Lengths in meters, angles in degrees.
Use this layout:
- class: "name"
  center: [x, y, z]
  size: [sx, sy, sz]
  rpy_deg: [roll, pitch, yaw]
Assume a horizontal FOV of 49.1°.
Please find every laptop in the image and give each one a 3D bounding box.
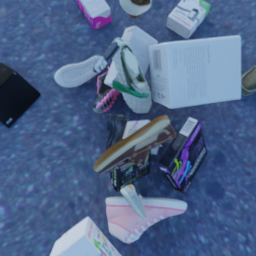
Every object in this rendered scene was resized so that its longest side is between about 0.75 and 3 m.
- class: "laptop"
  center: [-4.754, -1.304, 10.775]
  size: [2.019, 1.043, 1.789]
  rpy_deg: [31, 74, 35]

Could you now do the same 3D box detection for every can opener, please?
- class: "can opener"
  center: [-0.662, -2.075, 8.191]
  size: [0.364, 0.289, 1.096]
  rpy_deg: [28, 74, 37]

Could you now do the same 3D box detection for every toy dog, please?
- class: "toy dog"
  center: [-0.115, -4.513, 8.493]
  size: [2.207, 1.588, 2.276]
  rpy_deg: [-39, 84, -18]

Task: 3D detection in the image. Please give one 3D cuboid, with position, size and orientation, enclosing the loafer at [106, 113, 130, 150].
- class: "loafer"
  center: [-0.329, 0.480, 9.022]
  size: [0.692, 0.696, 1.913]
  rpy_deg: [3, 101, 3]

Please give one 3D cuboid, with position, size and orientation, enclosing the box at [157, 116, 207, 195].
- class: "box"
  center: [1.802, 0.957, 8.763]
  size: [0.436, 2.413, 1.725]
  rpy_deg: [26, 74, 31]

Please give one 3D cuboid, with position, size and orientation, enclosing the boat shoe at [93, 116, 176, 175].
- class: "boat shoe"
  center: [0.227, 0.620, 7.418]
  size: [2.385, 0.860, 0.858]
  rpy_deg: [-34, 100, -9]

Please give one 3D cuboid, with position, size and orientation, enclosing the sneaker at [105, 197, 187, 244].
- class: "sneaker"
  center: [0.528, 2.889, 8.757]
  size: [2.679, 1.008, 1.401]
  rpy_deg: [-6, 76, 24]

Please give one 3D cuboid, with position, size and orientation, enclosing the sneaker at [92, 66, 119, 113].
- class: "sneaker"
  center: [-0.851, -1.494, 10.462]
  size: [1.031, 0.854, 2.161]
  rpy_deg: [26, 63, 11]

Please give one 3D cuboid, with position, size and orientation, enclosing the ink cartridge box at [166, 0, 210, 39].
- class: "ink cartridge box"
  center: [2.451, -4.589, 11.466]
  size: [1.109, 0.639, 1.520]
  rpy_deg: [35, 77, 10]

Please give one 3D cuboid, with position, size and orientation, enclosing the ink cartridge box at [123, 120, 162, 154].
- class: "ink cartridge box"
  center: [0.470, 0.328, 9.494]
  size: [0.884, 1.375, 0.861]
  rpy_deg: [35, 65, -35]

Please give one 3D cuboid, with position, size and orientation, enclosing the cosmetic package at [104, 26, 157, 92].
- class: "cosmetic package"
  center: [0.098, -2.330, 9.938]
  size: [1.105, 0.805, 2.174]
  rpy_deg: [25, 85, -31]

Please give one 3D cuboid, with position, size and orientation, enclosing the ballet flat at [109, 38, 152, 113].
- class: "ballet flat"
  center: [0.151, -1.605, 9.178]
  size: [0.977, 0.977, 2.724]
  rpy_deg: [-27, 110, -8]

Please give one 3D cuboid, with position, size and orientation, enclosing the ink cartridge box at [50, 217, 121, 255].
- class: "ink cartridge box"
  center: [-1.029, 3.411, 7.153]
  size: [1.171, 1.176, 1.603]
  rpy_deg: [-38, 96, 1]

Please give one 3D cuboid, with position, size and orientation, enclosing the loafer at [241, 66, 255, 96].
- class: "loafer"
  center: [5.018, -2.101, 10.656]
  size: [2.224, 0.775, 0.836]
  rpy_deg: [-41, 78, -11]

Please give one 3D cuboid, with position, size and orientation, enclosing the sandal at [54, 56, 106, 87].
- class: "sandal"
  center: [-1.805, -2.101, 10.837]
  size: [2.110, 0.518, 0.858]
  rpy_deg: [-26, 90, -20]

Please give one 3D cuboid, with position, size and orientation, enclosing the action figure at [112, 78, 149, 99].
- class: "action figure"
  center: [0.084, -1.186, 8.744]
  size: [1.198, 0.707, 0.327]
  rpy_deg: [24, 83, 4]

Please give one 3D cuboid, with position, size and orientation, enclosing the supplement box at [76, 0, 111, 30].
- class: "supplement box"
  center: [-1.456, -5.028, 11.502]
  size: [0.847, 0.829, 1.639]
  rpy_deg: [-32, 76, -9]

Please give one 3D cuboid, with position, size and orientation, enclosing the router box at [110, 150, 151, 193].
- class: "router box"
  center: [0.077, 1.203, 8.537]
  size: [1.357, 1.017, 0.421]
  rpy_deg: [-25, 43, -33]

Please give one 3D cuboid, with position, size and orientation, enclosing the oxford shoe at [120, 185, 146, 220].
- class: "oxford shoe"
  center: [0.225, 1.927, 7.199]
  size: [0.370, 1.283, 0.482]
  rpy_deg: [-38, 34, -15]

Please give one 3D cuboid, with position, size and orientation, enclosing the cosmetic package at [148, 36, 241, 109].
- class: "cosmetic package"
  center: [2.093, -1.836, 9.119]
  size: [2.349, 1.966, 1.954]
  rpy_deg: [-9, 104, -9]
